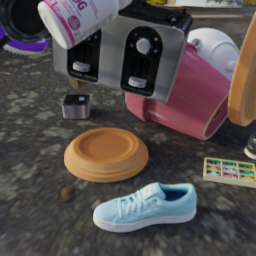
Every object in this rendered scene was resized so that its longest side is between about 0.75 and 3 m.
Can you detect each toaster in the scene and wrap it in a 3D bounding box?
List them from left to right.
[{"bbox_3d":[-1.770,-0.752,9.662,0.898,0.589,0.993,-2,29,-3],"label":"toaster"},{"bbox_3d":[-0.014,-1.806,5.832,2.376,1.559,2.628,16,31,7],"label":"toaster"}]

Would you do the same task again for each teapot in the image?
[{"bbox_3d":[3.118,-2.257,10.198,2.780,2.744,2.030,-27,27,-21],"label":"teapot"}]

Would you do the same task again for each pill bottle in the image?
[{"bbox_3d":[-0.576,-1.719,3.951,1.207,0.684,0.684,-38,40,-11],"label":"pill bottle"}]

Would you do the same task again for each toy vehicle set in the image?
[{"bbox_3d":[2.467,1.068,6.820,1.203,0.159,0.748,7,30,12],"label":"toy vehicle set"}]

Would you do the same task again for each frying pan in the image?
[{"bbox_3d":[-2.054,-1.832,5.386,1.029,1.702,0.277,23,16,-6],"label":"frying pan"}]

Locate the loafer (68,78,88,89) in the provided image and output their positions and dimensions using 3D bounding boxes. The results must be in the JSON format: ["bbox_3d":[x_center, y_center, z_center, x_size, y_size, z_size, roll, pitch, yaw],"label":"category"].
[{"bbox_3d":[-1.344,-1.907,7.544,0.799,0.901,2.370,-15,44,-7],"label":"loafer"}]

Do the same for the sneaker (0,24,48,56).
[{"bbox_3d":[-2.853,-2.483,6.474,2.134,1.061,0.742,21,34,-11],"label":"sneaker"}]

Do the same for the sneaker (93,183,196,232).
[{"bbox_3d":[0.338,1.414,5.485,2.064,0.846,0.763,-6,28,-11],"label":"sneaker"}]

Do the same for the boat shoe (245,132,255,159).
[{"bbox_3d":[4.218,0.470,7.370,2.080,0.703,0.747,3,28,2],"label":"boat shoe"}]

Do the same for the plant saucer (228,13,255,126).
[{"bbox_3d":[2.756,-1.392,5.262,0.476,2.952,2.952,25,38,31],"label":"plant saucer"}]

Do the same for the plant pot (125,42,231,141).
[{"bbox_3d":[1.708,-0.999,8.332,2.454,2.742,2.742,36,43,25],"label":"plant pot"}]

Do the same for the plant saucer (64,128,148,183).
[{"bbox_3d":[-0.574,0.585,7.435,2.227,0.417,2.227,0,30,0],"label":"plant saucer"}]
